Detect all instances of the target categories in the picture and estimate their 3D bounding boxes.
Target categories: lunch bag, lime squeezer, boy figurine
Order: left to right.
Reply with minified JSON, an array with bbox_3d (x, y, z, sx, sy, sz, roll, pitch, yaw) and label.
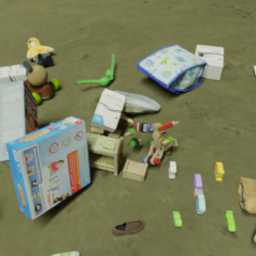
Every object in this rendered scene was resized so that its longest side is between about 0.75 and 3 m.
[{"bbox_3d":[-4.540,-3.896,14.430,1.418,0.735,2.280,-22,50,-18],"label":"boy figurine"},{"bbox_3d":[-1.120,-2.446,12.950,0.967,0.517,2.739,31,52,14],"label":"lime squeezer"},{"bbox_3d":[1.889,-2.530,12.410,2.386,1.521,2.029,-22,47,-34],"label":"lunch bag"}]

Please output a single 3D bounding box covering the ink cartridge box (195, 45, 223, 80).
[{"bbox_3d":[3.883,-3.219,13.656,1.334,0.777,1.846,10,44,10],"label":"ink cartridge box"}]

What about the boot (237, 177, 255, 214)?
[{"bbox_3d":[4.484,2.381,7.811,2.444,0.808,2.140,6,31,5],"label":"boot"}]

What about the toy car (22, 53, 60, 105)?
[{"bbox_3d":[-3.915,-2.165,11.782,1.444,1.830,1.503,22,48,21],"label":"toy car"}]

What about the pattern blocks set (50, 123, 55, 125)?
[{"bbox_3d":[-2.364,0.072,10.684,1.362,0.110,1.197,-5,44,-5],"label":"pattern blocks set"}]

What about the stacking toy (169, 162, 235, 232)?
[{"bbox_3d":[2.145,1.958,8.411,1.682,0.524,2.231,2,44,2],"label":"stacking toy"}]

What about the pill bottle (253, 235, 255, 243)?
[{"bbox_3d":[4.296,2.968,6.903,1.978,1.115,1.115,33,53,30],"label":"pill bottle"}]

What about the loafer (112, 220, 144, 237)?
[{"bbox_3d":[0.006,2.752,7.705,0.919,0.326,0.335,-13,45,-13],"label":"loafer"}]

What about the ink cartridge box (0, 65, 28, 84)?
[{"bbox_3d":[-5.348,-2.452,13.036,1.235,0.520,0.893,-11,45,-12],"label":"ink cartridge box"}]

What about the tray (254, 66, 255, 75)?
[{"bbox_3d":[6.927,-2.570,13.409,1.686,0.187,0.905,8,45,8],"label":"tray"}]

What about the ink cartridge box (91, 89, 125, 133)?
[{"bbox_3d":[-0.655,-0.693,9.872,0.855,0.492,1.477,19,72,-5],"label":"ink cartridge box"}]

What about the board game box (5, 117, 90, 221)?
[{"bbox_3d":[-2.061,1.035,7.701,0.595,2.130,2.086,18,31,35],"label":"board game box"}]

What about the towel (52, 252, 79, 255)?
[{"bbox_3d":[-1.820,3.637,6.916,1.300,0.152,0.992,-10,44,-9],"label":"towel"}]

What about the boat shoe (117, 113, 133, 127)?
[{"bbox_3d":[-0.306,-0.399,10.934,1.215,0.448,0.420,18,52,19],"label":"boat shoe"}]

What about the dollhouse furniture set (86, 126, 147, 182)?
[{"bbox_3d":[-0.320,0.433,9.445,2.252,1.252,1.992,11,44,10],"label":"dollhouse furniture set"}]

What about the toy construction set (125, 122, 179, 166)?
[{"bbox_3d":[1.109,0.282,9.277,1.399,1.820,1.518,-21,77,-36],"label":"toy construction set"}]

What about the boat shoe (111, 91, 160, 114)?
[{"bbox_3d":[0.234,-0.911,11.097,2.217,0.688,0.798,11,28,-27],"label":"boat shoe"}]

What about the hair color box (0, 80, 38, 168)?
[{"bbox_3d":[-3.410,-0.032,8.851,0.792,1.293,2.611,-10,65,-2],"label":"hair color box"}]
